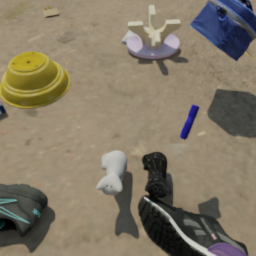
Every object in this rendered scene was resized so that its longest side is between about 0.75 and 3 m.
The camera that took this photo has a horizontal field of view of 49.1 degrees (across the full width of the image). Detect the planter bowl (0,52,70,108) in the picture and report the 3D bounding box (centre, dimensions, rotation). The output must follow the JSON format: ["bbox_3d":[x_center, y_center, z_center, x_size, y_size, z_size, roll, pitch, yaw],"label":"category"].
[{"bbox_3d":[-3.563,-2.029,10.351,2.666,1.110,2.666,0,49,0],"label":"planter bowl"}]

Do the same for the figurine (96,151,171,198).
[{"bbox_3d":[0.143,1.226,7.115,1.834,0.790,1.789,2,15,2],"label":"figurine"}]

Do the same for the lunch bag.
[{"bbox_3d":[3.086,-3.196,8.549,1.528,1.488,2.249,50,26,24],"label":"lunch bag"}]

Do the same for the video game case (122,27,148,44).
[{"bbox_3d":[0.619,-4.211,12.911,1.379,0.166,1.513,16,51,14],"label":"video game case"}]

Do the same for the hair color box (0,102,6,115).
[{"bbox_3d":[-4.923,-0.895,9.795,0.691,0.418,1.382,-32,56,-26],"label":"hair color box"}]

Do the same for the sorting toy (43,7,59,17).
[{"bbox_3d":[-4.057,-6.058,14.602,0.736,0.132,0.988,-19,51,-10],"label":"sorting toy"}]

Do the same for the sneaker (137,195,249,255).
[{"bbox_3d":[1.482,2.456,6.627,2.734,1.035,1.197,37,42,24],"label":"sneaker"}]

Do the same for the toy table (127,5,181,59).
[{"bbox_3d":[1.076,-3.877,11.665,2.259,1.323,2.077,-14,63,-8],"label":"toy table"}]

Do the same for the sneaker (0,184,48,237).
[{"bbox_3d":[-3.528,1.865,6.903,2.895,1.091,1.147,8,51,8],"label":"sneaker"}]

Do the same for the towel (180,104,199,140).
[{"bbox_3d":[1.374,-0.140,6.345,0.202,0.603,0.817,22,97,15],"label":"towel"}]
